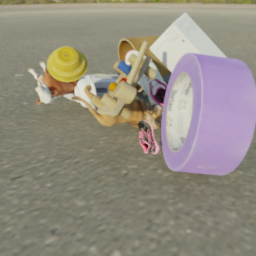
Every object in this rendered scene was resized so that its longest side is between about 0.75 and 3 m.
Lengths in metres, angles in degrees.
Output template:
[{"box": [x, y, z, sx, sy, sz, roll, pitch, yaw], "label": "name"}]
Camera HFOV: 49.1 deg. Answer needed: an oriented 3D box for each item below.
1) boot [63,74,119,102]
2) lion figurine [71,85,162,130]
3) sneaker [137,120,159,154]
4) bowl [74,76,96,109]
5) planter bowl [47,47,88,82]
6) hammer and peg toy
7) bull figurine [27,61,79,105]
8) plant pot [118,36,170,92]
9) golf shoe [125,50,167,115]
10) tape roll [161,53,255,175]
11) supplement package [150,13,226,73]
[{"box": [-1.294, -1.668, 11.336, 2.938, 1.080, 1.404, 7, 19, 3], "label": "boot"}, {"box": [-0.253, -0.491, 8.473, 2.646, 0.959, 1.620, -13, 67, -30], "label": "lion figurine"}, {"box": [0.422, 0.240, 7.047, 0.451, 0.374, 0.945, -10, 71, -39], "label": "sneaker"}, {"box": [-1.504, -1.165, 9.533, 0.508, 1.130, 1.130, -14, 31, -23], "label": "bowl"}, {"box": [-1.611, -1.794, 7.379, 1.088, 0.453, 1.088, 3, 68, -8], "label": "planter bowl"}, {"box": [-0.005, -1.024, 6.799, 0.806, 1.682, 2.287, 34, -9, -18], "label": "hammer and peg toy"}, {"box": [-2.499, -1.536, 9.443, 0.740, 1.380, 2.273, -30, -2, 28], "label": "bull figurine"}, {"box": [1.071, -2.878, 11.559, 2.320, 2.162, 2.162, -23, 34, -19], "label": "plant pot"}, {"box": [0.791, -1.606, 9.396, 0.951, 2.524, 1.155, -36, 1, -1], "label": "golf shoe"}, {"box": [1.653, -0.294, 6.402, 1.131, 2.661, 2.661, 7, 27, -8], "label": "tape roll"}, {"box": [1.693, -2.053, 7.799, 1.792, 1.047, 1.051, 45, 45, -6], "label": "supplement package"}]
